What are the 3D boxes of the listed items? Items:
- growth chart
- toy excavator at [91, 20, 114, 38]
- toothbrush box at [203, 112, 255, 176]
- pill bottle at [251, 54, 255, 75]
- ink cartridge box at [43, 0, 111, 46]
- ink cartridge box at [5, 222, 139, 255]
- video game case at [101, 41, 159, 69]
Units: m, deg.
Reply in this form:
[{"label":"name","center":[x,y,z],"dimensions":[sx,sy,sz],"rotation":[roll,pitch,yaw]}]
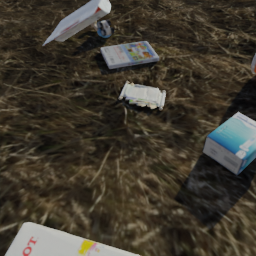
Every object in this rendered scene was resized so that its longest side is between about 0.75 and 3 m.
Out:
[{"label":"growth chart","center":[0.522,-1.156,10.006],"dimensions":[1.711,0.152,1.238],"rotation":[15,47,14]},{"label":"toy excavator","center":[-1.328,-4.783,13.435],"dimensions":[0.597,1.196,1.163],"rotation":[-28,95,-27]},{"label":"toothbrush box","center":[3.141,0.399,8.026],"dimensions":[1.607,0.685,1.176],"rotation":[-33,53,-29]},{"label":"pill bottle","center":[6.030,-2.028,9.871],"dimensions":[1.569,1.569,2.864],"rotation":[-31,52,-27]},{"label":"ink cartridge box","center":[-1.347,-2.870,7.775],"dimensions":[1.669,0.586,2.054],"rotation":[-24,37,20]},{"label":"ink cartridge box","center":[-0.634,3.135,4.240],"dimensions":[2.827,2.045,2.081],"rotation":[13,46,13]},{"label":"video game case","center":[0.047,-3.164,12.029],"dimensions":[2.156,0.194,1.544],"rotation":[-12,45,-12]}]
